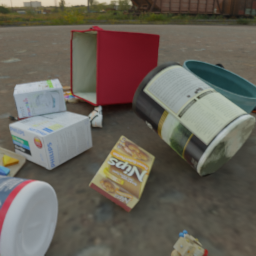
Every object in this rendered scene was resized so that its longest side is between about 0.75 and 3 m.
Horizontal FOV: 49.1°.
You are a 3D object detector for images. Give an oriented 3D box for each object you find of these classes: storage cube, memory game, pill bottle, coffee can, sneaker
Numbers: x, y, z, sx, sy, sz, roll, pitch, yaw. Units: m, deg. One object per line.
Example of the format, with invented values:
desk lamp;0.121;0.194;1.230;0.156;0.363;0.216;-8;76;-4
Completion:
storage cube;-0.619;-2.448;11.237;2.689;2.992;2.557;-8;19;-31
memory game;-2.647;-1.526;12.647;2.301;0.147;2.301;0;25;0
pill bottle;-2.558;1.472;4.747;2.347;1.403;1.403;5;25;14
coffee can;1.569;-0.279;7.106;1.822;1.822;2.489;-19;51;-35
sneaker;-1.176;-0.436;9.921;0.534;0.492;1.335;-4;25;-4

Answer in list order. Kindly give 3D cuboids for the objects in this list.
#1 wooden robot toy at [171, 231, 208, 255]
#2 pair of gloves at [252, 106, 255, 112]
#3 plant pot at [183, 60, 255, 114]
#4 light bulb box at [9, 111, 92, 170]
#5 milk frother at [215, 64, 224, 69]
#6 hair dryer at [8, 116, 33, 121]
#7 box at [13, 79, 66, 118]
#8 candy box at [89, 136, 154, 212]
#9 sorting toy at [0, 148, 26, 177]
wooden robot toy;0.903;1.989;4.381;0.503;0.518;1.141;36;-3;23
pair of gloves;4.472;-0.762;10.904;2.003;0.248;1.785;-4;25;-10
plant pot;2.649;-0.854;8.985;2.550;1.709;2.550;15;30;-9
light bulb box;-2.113;0.235;7.793;1.555;0.979;1.569;14;29;36
milk frother;2.918;-1.657;11.099;1.551;1.649;1.488;-20;27;-36
hair dryer;-3.709;-0.448;10.172;1.075;0.292;0.818;14;28;26
box;-2.705;-0.955;8.561;1.358;0.744;1.539;-12;22;-16
candy box;-0.067;0.974;6.418;1.006;0.482;1.743;33;28;0
sorting toy;-3.553;0.758;6.840;1.723;0.254;1.274;22;26;-5
